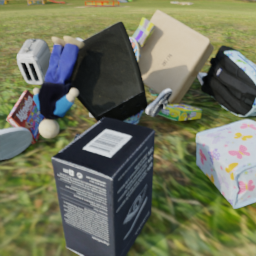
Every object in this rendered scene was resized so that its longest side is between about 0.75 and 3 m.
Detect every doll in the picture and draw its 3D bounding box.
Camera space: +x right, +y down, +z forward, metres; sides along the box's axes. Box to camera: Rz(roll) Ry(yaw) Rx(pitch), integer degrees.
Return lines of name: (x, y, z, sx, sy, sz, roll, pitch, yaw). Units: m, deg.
doll: (-1.955, -1.073, 7.731, 1.897, 2.780, 0.674, 14, 0, 39)

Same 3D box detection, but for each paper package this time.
paper package: (1.727, -2.988, 12.136, 2.820, 2.958, 1.530, 38, 18, 17)

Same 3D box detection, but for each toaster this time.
toaster: (-4.889, -3.386, 14.906, 1.368, 2.407, 1.555, 6, 48, 10)

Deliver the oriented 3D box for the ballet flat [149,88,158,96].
ballet flat: (1.870, -2.470, 14.310, 0.962, 0.962, 2.632, 18, 34, 29)

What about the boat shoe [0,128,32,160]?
boat shoe: (-4.514, 0.581, 8.850, 2.788, 1.025, 0.931, -24, 39, -35)

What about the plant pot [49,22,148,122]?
plant pot: (-0.617, -1.415, 9.213, 2.503, 2.497, 2.220, -29, 75, -1)

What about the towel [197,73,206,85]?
towel: (4.918, -2.485, 14.970, 2.083, 0.352, 2.181, 1, 30, 1)

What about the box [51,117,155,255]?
box: (-0.397, 1.346, 5.982, 1.315, 2.521, 1.866, 15, 31, 24)

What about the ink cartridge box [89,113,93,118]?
ink cartridge box: (-1.140, -0.660, 11.887, 0.693, 0.205, 0.866, 12, 33, 21)

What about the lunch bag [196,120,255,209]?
lunch bag: (3.480, 0.870, 7.874, 2.459, 1.563, 2.085, -18, 31, -10)

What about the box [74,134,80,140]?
box: (-1.306, 0.706, 8.648, 0.811, 0.511, 0.825, 12, 70, 15)

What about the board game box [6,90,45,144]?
board game box: (-3.707, -0.489, 10.559, 0.236, 1.247, 2.422, -34, 27, 14)

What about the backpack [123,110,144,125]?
backpack: (-0.221, -0.477, 10.685, 1.578, 1.062, 1.441, 21, 36, 34)

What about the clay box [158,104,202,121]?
clay box: (2.009, -0.627, 11.064, 1.743, 0.415, 1.002, -6, 21, -44)

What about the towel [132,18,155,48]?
towel: (0.615, -3.976, 11.628, 0.161, 1.019, 1.418, 20, 26, -30)

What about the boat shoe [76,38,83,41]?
boat shoe: (-1.387, -2.827, 11.538, 2.159, 0.741, 0.611, 30, 69, -16)

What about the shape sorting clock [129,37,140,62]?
shape sorting clock: (0.045, -3.011, 11.615, 0.281, 1.431, 1.431, -3, 27, -32)

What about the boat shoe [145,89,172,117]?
boat shoe: (1.082, -0.790, 9.026, 1.161, 0.416, 0.394, -42, 55, -18)

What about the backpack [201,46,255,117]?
backpack: (4.749, -1.747, 11.823, 2.253, 2.391, 2.930, 6, 33, -17)
